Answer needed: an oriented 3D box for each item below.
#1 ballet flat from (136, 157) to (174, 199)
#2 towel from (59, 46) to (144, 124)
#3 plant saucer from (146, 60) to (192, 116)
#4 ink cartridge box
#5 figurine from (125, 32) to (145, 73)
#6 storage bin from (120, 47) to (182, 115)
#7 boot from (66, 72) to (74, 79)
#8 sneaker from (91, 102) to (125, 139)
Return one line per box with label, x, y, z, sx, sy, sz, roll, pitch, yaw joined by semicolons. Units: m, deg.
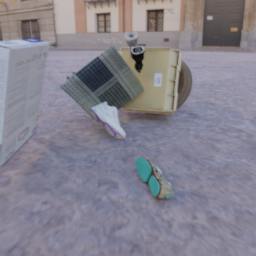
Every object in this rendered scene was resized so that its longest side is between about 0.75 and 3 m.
ballet flat;0.627;1.165;6.434;0.546;0.492;1.449;17;17;-25
towel;-0.806;-1.389;9.631;2.220;2.305;0.398;-37;45;5
plant saucer;1.312;-1.856;11.762;2.704;2.704;0.398;10;-10;25
ink cartridge box;-2.863;-0.824;7.254;0.604;2.791;2.741;14;18;-4
figurine;0.232;-2.634;9.856;0.480;1.088;1.115;-17;64;-4
storage bin;0.812;-1.831;10.999;2.391;2.408;1.129;6;0;19
boot;-1.286;-1.465;10.423;1.521;1.856;0.687;-36;21;12
sneaker;-0.534;-0.311;9.326;0.803;0.603;1.612;-34;63;-20
